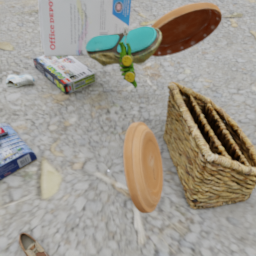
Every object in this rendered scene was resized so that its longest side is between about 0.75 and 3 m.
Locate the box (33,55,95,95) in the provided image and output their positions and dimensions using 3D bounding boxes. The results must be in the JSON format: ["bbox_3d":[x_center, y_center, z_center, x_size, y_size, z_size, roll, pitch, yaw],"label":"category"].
[{"bbox_3d":[-2.696,-2.414,11.679,1.446,0.456,2.627,-29,50,-28],"label":"box"}]

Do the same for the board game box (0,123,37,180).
[{"bbox_3d":[-4.322,0.649,8.208,2.312,0.713,2.311,-32,53,-30],"label":"board game box"}]

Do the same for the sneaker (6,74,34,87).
[{"bbox_3d":[-4.284,-1.835,11.133,1.146,0.439,0.463,0,50,10],"label":"sneaker"}]

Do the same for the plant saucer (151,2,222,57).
[{"bbox_3d":[1.385,-2.588,7.432,2.142,2.142,0.346,-15,80,-16],"label":"plant saucer"}]

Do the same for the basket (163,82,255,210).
[{"bbox_3d":[2.322,0.302,7.504,2.104,2.196,2.948,-7,43,-7],"label":"basket"}]

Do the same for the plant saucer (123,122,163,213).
[{"bbox_3d":[0.287,0.583,4.259,0.221,1.367,1.367,-8,40,21],"label":"plant saucer"}]

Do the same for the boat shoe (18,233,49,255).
[{"bbox_3d":[-2.095,2.741,6.200,1.096,0.394,0.415,29,50,27],"label":"boat shoe"}]

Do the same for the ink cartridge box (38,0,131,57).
[{"bbox_3d":[-1.453,-3.491,8.820,2.603,1.917,1.883,-5,35,-17],"label":"ink cartridge box"}]

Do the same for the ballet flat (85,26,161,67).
[{"bbox_3d":[-0.023,-1.822,6.599,0.891,0.891,2.521,-35,31,-32],"label":"ballet flat"}]

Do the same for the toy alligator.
[{"bbox_3d":[-0.057,-1.375,5.592,0.297,1.236,0.410,-9,17,7],"label":"toy alligator"}]
